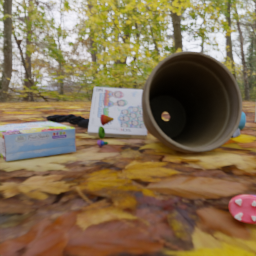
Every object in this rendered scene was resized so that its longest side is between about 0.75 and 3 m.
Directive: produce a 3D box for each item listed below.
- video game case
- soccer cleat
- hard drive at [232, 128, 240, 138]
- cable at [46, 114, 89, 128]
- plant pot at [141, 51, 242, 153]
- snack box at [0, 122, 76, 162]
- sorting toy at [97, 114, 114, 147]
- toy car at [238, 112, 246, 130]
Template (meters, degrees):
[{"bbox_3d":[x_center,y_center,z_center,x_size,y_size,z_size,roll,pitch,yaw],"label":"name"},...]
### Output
[{"bbox_3d":[-0.374,-0.653,11.093,2.197,0.286,2.414,3,51,-2],"label":"video game case"},{"bbox_3d":[2.027,1.119,3.641,1.355,0.452,0.518,3,-3,23],"label":"soccer cleat"},{"bbox_3d":[3.999,0.143,11.270,0.873,0.274,1.294,10,10,31],"label":"hard drive"},{"bbox_3d":[-2.908,-0.424,13.307,1.846,0.575,2.262,11,3,37],"label":"cable"},{"bbox_3d":[1.628,-0.597,8.991,2.941,2.941,2.552,-2,-8,-13],"label":"plant pot"},{"bbox_3d":[-2.894,0.308,8.360,1.924,0.772,2.281,-6,8,-34],"label":"snack box"},{"bbox_3d":[-0.707,0.070,9.103,0.410,1.192,0.413,-5,-33,18],"label":"sorting toy"},{"bbox_3d":[4.094,-1.370,13.496,2.533,2.748,2.431,0,8,4],"label":"toy car"}]
